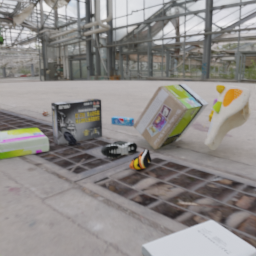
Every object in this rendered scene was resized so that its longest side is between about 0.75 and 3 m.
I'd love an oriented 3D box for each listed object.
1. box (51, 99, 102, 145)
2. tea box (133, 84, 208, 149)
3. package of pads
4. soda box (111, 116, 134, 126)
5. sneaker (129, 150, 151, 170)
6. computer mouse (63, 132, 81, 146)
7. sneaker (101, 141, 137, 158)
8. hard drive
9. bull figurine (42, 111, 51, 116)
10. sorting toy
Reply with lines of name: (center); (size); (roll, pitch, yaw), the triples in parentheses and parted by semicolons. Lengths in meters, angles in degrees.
box: (-2.367, -0.343, 13.177); (2.354, 1.864, 0.569); (-9, 16, -35)
tea box: (1.845, -0.544, 12.195); (1.528, 2.286, 2.249); (46, 34, 21)
package of pads: (-4.572, 0.595, 11.650); (2.115, 0.721, 1.634); (-8, 19, -31)
soda box: (-0.316, -0.385, 16.339); (1.295, 0.416, 0.439); (6, 15, 25)
sneaker: (0.421, 1.139, 10.012); (0.640, 0.497, 1.422); (-14, 4, 14)
computer mouse: (-2.569, 0.521, 12.326); (0.666, 0.253, 0.961); (9, 29, -47)
sneaker: (-0.473, 0.840, 11.235); (1.636, 0.544, 0.740); (-6, 12, -38)
hard drive: (1.366, 2.405, 5.424); (1.855, 0.244, 1.223); (-8, 16, -28)
bull figurine: (-5.560, -0.978, 19.003); (0.532, 0.285, 0.876); (-1, 14, -5)
sorting toy: (3.761, -0.258, 11.129); (1.396, 2.352, 2.613); (26, -1, 27)
